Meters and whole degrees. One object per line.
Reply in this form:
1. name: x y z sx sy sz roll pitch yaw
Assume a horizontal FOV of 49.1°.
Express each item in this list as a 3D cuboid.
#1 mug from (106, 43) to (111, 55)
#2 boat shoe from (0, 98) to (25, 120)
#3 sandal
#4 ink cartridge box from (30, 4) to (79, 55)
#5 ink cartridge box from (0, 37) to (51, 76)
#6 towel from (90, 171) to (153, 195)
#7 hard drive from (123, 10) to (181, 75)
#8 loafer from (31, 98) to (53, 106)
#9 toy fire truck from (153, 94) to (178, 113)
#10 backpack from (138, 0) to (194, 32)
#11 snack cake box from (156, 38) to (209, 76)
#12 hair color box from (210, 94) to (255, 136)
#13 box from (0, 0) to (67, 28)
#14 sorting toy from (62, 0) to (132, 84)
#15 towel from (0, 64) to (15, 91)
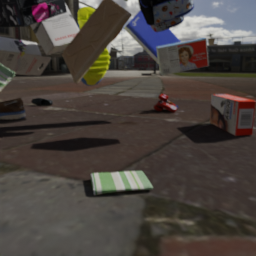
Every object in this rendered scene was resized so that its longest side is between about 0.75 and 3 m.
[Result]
1. mug: -1.499 -3.804 12.073 1.374 1.632 1.861 -2 -5 22
2. boat shoe: -5.527 -0.811 11.236 2.591 0.938 0.936 -5 14 -20
3. sandal: -1.436 -2.846 10.297 1.178 2.964 1.290 6 -21 -26
4. ink cartridge box: -2.474 -3.432 9.206 1.255 1.714 0.736 -32 8 -40
5. ink cartridge box: -3.776 -2.423 9.666 1.881 0.638 1.083 -4 -28 -46
6. towel: -0.154 1.012 5.216 1.050 0.123 0.801 -1 13 -11
7. hard drive: 1.205 -3.691 11.616 0.329 2.591 1.710 -26 26 56
8. loafer: -4.626 -1.394 14.960 1.163 0.395 0.408 5 5 7
9. toy fire truck: 1.855 -1.077 13.326 1.032 0.689 1.229 28 20 10
10. backpack: 0.869 -2.796 6.271 1.192 0.964 1.251 -21 51 7
11. snack cake box: 1.748 -2.316 9.065 1.558 0.896 0.523 -10 20 3
12. hair color box: 3.481 -0.501 9.550 0.635 1.101 1.986 -1 12 -5
13. box: -2.650 -3.422 7.242 1.081 1.245 1.884 6 33 22
14. sorting toy: -0.518 -2.497 6.770 0.419 2.844 2.102 33 16 -34
15. towel: -3.915 -1.336 7.837 0.931 1.220 0.143 33 -23 -6
